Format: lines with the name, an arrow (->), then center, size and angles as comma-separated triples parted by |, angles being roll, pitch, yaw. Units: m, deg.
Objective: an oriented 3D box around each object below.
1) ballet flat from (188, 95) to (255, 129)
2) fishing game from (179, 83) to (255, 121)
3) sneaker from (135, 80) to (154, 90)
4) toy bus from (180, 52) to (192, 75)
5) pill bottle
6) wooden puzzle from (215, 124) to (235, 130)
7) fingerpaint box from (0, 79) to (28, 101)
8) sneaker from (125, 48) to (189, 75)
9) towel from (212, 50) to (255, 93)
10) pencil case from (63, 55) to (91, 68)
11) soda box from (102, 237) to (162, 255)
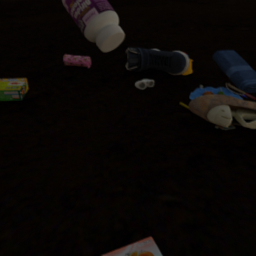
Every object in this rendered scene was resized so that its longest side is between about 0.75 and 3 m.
ballet flat -> 3.482, -0.454, 9.126 | 2.944, 1.002, 0.990 | 4, 43, 1
fishing game -> 3.427, -1.185, 10.800 | 2.885, 0.448, 2.066 | -20, 41, -26
sneaker -> 0.638, -1.894, 12.057 | 0.938, 0.365, 0.466 | -11, 27, -33
toy bus -> 2.521, -3.107, 13.295 | 0.718, 1.016, 1.059 | -20, 36, -26
pill bottle -> -1.241, -4.101, 10.328 | 1.422, 1.422, 2.533 | -27, 77, -35
wooden puzzle -> 3.264, -0.087, 9.426 | 0.801, 0.056, 0.475 | -8, 34, -13
fingerpaint box -> -4.873, -1.541, 11.290 | 1.370, 0.503, 1.143 | -2, 33, -4
sneaker -> 1.148, -3.048, 12.888 | 2.145, 1.128, 2.968 | -10, 23, -34
towel -> 3.126, -1.608, 8.003 | 0.885, 0.385, 1.584 | -7, 52, -27
pencil case -> -2.549, -3.346, 14.075 | 1.391, 0.576, 0.602 | 8, 68, 11
soda box -> -0.587, 2.693, 4.337 | 2.601, 0.827, 0.889 | -13, 35, -19
